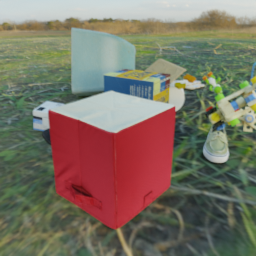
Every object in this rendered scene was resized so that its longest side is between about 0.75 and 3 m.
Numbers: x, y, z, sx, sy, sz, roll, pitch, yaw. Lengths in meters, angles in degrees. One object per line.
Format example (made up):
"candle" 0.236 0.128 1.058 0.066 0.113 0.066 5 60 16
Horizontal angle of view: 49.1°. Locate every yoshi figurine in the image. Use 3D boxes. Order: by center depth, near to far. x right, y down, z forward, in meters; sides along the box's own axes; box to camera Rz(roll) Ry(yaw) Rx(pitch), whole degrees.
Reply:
"yoshi figurine" 3.841 -1.940 12.516 0.615 1.098 0.617 -41 3 -37

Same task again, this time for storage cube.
"storage cube" -0.321 0.509 6.125 1.938 2.038 2.267 18 28 37

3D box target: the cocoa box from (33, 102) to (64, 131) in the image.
"cocoa box" -2.788 -0.395 9.914 0.735 0.724 1.103 10 23 6

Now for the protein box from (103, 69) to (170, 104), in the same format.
"protein box" 0.301 -0.943 9.761 1.913 1.899 1.291 13 26 28

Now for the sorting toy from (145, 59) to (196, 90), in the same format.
"sorting toy" 1.486 -1.938 10.971 1.586 0.285 2.128 -39 48 -17

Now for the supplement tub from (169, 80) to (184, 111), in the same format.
"supplement tub" 1.577 -1.451 11.724 1.320 1.320 1.825 -2 23 -4

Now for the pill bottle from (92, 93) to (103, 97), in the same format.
"pill bottle" -1.173 -1.263 12.369 0.497 0.497 0.880 21 28 41

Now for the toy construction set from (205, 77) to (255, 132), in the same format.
"toy construction set" 3.069 -0.503 7.936 1.605 1.127 2.448 -31 -25 13

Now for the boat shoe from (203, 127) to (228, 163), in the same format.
"boat shoe" 2.584 0.383 8.282 0.687 0.592 1.908 5 23 11

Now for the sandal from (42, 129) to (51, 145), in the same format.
"sandal" -1.809 0.395 8.082 0.345 0.576 1.533 -31 -30 34

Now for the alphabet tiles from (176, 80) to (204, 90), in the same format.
"alphabet tiles" 3.026 -2.435 15.511 2.106 0.154 2.060 -18 27 -40

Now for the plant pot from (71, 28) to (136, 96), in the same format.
"plant pot" -1.049 -2.776 12.488 2.666 2.610 2.617 -1 4 -5

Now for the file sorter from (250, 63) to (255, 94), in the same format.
"file sorter" 5.954 -1.435 10.664 1.890 1.671 2.723 -3 30 6
